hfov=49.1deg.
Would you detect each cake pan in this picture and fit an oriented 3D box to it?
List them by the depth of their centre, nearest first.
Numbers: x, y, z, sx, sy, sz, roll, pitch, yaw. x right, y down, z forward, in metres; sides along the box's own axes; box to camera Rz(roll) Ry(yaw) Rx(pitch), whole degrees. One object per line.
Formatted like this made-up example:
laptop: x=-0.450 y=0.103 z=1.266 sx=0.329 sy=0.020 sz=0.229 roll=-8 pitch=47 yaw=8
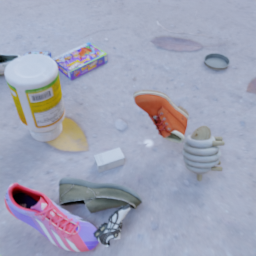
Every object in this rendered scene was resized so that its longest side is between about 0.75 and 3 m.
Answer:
cake pan: x=4.098 y=-3.051 z=12.988 sx=1.197 sy=0.219 sz=1.197 roll=0 pitch=47 yaw=0

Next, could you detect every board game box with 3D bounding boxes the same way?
board game box: x=-2.177 y=-3.099 z=12.863 sx=2.085 sy=0.467 sz=1.402 roll=-34 pitch=56 yaw=-27

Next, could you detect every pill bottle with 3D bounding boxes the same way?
pill bottle: x=-2.911 y=-0.846 z=9.206 sx=1.530 sy=2.755 sz=1.530 roll=2 pitch=48 yaw=-2

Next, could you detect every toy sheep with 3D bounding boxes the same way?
toy sheep: x=2.225 y=0.799 z=8.427 sx=1.240 sy=1.798 sz=1.240 roll=-1 pitch=14 yaw=0

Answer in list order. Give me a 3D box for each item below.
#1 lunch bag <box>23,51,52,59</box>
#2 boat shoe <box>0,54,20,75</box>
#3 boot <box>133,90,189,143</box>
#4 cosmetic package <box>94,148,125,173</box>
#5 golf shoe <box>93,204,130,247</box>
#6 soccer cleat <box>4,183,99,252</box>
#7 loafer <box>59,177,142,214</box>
lunch bag: x=-4.101 y=-3.028 z=12.787 sx=1.352 sy=0.511 sz=1.083 roll=-4 pitch=49 yaw=-2
boat shoe: x=-5.598 y=-2.856 z=12.088 sx=2.715 sy=0.907 sz=0.999 roll=0 pitch=58 yaw=12
boot: x=0.986 y=-0.327 z=8.340 sx=2.093 sy=0.785 sz=1.122 roll=28 pitch=58 yaw=-26
cosmetic package: x=-0.609 y=1.040 z=9.124 sx=0.907 sy=0.385 sz=0.488 roll=-15 pitch=48 yaw=-14
golf shoe: x=-0.291 y=2.441 z=7.010 sx=0.574 sy=0.472 sz=1.215 roll=45 pitch=98 yaw=17
soccer cleat: x=-1.974 y=2.328 z=7.248 sx=2.733 sy=1.045 sz=0.912 roll=27 pitch=50 yaw=5
loafer: x=-0.843 y=2.055 z=7.970 sx=2.476 sy=0.931 sz=0.863 roll=6 pitch=61 yaw=10
